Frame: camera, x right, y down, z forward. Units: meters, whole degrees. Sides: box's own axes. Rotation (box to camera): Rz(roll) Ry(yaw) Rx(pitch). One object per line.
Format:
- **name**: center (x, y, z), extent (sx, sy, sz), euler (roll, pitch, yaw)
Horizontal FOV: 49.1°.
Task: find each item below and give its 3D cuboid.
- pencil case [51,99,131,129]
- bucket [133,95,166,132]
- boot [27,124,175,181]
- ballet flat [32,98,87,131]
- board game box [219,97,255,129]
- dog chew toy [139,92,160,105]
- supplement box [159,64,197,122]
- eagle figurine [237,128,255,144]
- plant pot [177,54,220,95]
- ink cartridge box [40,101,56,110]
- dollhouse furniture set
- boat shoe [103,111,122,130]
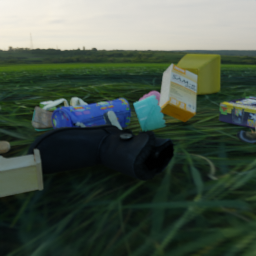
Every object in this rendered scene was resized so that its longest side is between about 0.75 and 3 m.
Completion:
- **pencil case**: center (-1.059, -0.287, 8.832), extent (2.631, 1.027, 1.143), euler (-15, 14, -41)
- **bucket**: center (0.682, -0.434, 9.127), extent (0.757, 1.164, 1.164), euler (-20, 17, 1)
- **boot**: center (-0.512, 0.528, 5.835), extent (2.523, 0.964, 2.120), euler (-13, 17, -40)
- **ballet flat**: center (-2.030, -0.561, 9.825), extent (0.941, 0.930, 2.766), euler (11, 17, 40)
- **board game box**: center (5.007, -0.499, 10.175), extent (2.104, 0.722, 2.545), euler (-14, 21, -35)
- **dog chew toy**: center (0.977, -1.237, 12.808), extent (1.161, 0.723, 0.723), euler (-21, 25, -31)
- **supplement box**: center (1.888, -1.311, 10.467), extent (1.182, 1.875, 0.690), euler (20, -32, -17)
- **eagle figurine**: center (3.770, 0.216, 8.248), extent (0.670, 0.666, 0.883), euler (37, -23, -9)
- **plant pot**: center (3.999, -3.065, 16.676), extent (2.245, 2.245, 1.980), euler (13, 30, 39)
- **ink cartridge box**: center (-3.477, -0.967, 12.509), extent (0.784, 0.297, 0.579), euler (12, 20, 38)
- **dollhouse furniture set**: center (-2.528, 0.332, 5.638), extent (1.277, 1.803, 1.963), euler (-8, 46, -21)
- **boat shoe**: center (-0.442, 0.012, 8.058), extent (0.313, 1.012, 0.379), euler (-13, 18, 36)
